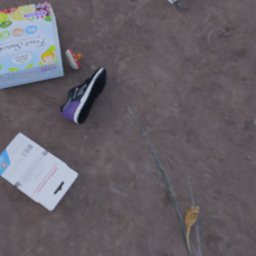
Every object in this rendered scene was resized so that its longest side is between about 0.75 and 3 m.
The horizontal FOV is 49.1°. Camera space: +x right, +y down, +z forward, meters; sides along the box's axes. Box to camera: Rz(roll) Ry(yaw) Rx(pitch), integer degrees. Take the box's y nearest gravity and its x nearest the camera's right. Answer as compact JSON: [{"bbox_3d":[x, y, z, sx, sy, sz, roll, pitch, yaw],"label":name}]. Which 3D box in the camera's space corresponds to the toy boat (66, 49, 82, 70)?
[{"bbox_3d":[-2.007,-2.646,10.683,0.516,0.515,0.790,-27,101,-17],"label":"toy boat"}]

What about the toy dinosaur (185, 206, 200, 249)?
[{"bbox_3d":[1.889,2.886,8.620,0.435,1.442,0.766,13,28,21],"label":"toy dinosaur"}]

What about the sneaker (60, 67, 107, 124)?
[{"bbox_3d":[-1.655,-1.345,10.127,1.014,0.877,2.316,23,73,18],"label":"sneaker"}]

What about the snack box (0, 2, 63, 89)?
[{"bbox_3d":[-3.949,-3.198,10.707,2.511,1.008,2.978,-13,69,-2],"label":"snack box"}]

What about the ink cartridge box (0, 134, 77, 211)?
[{"bbox_3d":[-2.919,1.462,9.064,2.453,0.818,1.421,32,72,12],"label":"ink cartridge box"}]

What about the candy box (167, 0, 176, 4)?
[{"bbox_3d":[2.017,-6.455,12.234,1.676,0.600,1.406,-42,75,-15],"label":"candy box"}]
